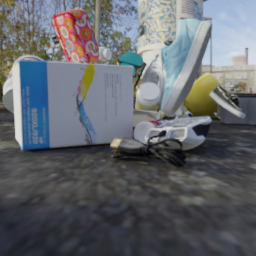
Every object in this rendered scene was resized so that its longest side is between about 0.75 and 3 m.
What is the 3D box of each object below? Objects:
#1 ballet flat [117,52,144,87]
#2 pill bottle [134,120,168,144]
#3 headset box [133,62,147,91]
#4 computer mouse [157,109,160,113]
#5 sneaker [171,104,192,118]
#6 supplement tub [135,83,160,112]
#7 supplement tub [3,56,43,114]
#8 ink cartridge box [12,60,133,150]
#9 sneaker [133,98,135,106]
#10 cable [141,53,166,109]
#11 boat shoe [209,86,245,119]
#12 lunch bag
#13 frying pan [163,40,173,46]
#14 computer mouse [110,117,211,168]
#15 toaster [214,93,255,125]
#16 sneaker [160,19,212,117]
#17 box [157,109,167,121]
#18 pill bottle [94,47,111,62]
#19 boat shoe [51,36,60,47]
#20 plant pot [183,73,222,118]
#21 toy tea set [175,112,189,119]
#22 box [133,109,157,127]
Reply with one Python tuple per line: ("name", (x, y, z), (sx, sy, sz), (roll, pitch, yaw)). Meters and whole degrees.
("ballet flat", (-0.051, -2.006, 10.244), (1.029, 1.029, 2.910), (1, 28, 8))
("pill bottle", (0.570, 0.093, 5.811), (0.520, 0.520, 0.911), (4, 8, 34))
("headset box", (-0.330, -1.762, 12.337), (0.942, 2.440, 1.815), (32, 46, -9))
("computer mouse", (1.078, -0.919, 14.498), (1.520, 0.608, 2.772), (-9, 11, -2))
("sneaker", (2.399, -0.786, 12.738), (0.631, 0.730, 1.684), (0, 8, -15))
("supplement tub", (0.639, -0.903, 9.097), (0.767, 0.767, 1.054), (0, -27, -2))
("supplement tub", (-3.261, -1.370, 9.137), (1.331, 1.331, 1.830), (-1, 42, -4))
("ink cartridge box", (-1.227, -0.522, 6.135), (2.292, 1.658, 1.687), (-3, 7, -25))
("sneaker", (-0.389, -0.914, 13.405), (1.689, 0.632, 0.897), (-26, 14, 0))
("cable", (1.092, -1.583, 10.255), (0.624, 1.803, 1.803), (5, -29, -28))
("boat shoe", (3.277, -0.888, 9.113), (0.579, 0.521, 1.637), (22, 22, -35))
("lunch bag", (-1.419, -2.332, 7.325), (1.220, 1.385, 0.567), (11, 39, 46))
("frying pan", (1.403, -2.434, 8.524), (0.545, 0.147, 0.901), (3, 39, -31))
("computer mouse", (0.828, 0.217, 4.932), (1.334, 0.534, 2.432), (-3, 8, 37))
("toaster", (4.287, -0.759, 10.592), (1.918, 1.138, 1.734), (2, 7, 15))
("sneaker", (1.261, -1.591, 7.336), (1.050, 2.562, 0.947), (24, 2, 22))
("box", (1.287, -0.534, 10.430), (0.136, 0.783, 0.431), (43, -19, -32))
("pill bottle", (-1.133, -2.716, 10.380), (1.004, 0.548, 0.548), (8, 9, 29))
("boat shoe", (-2.028, -2.748, 8.532), (0.950, 0.321, 0.341), (-2, 35, 48))
("plant pot", (3.343, -1.233, 12.628), (1.448, 2.040, 2.040), (-27, 7, 0))
("toy tea set", (1.366, -0.077, 6.989), (0.952, 0.592, 1.600), (-2, 7, -17))
("box", (0.103, -0.315, 8.668), (1.577, 0.539, 0.648), (6, 6, 4))
